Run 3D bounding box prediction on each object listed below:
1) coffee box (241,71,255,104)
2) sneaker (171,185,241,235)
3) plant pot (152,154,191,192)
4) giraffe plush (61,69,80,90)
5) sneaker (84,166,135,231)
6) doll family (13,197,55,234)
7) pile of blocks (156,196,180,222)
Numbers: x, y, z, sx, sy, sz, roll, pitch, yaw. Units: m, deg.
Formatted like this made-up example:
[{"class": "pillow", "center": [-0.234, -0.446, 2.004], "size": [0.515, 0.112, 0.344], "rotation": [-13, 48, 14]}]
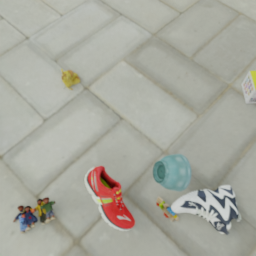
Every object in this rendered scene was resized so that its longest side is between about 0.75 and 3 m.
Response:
[{"class": "coffee box", "center": [6.032, -1.881, 12.860], "size": [1.108, 1.096, 1.106], "rotation": [-2, 62, -1]}, {"class": "sneaker", "center": [2.960, 3.158, 10.207], "size": [2.520, 1.006, 1.640], "rotation": [-6, 55, -19]}, {"class": "plant pot", "center": [1.311, 1.428, 9.019], "size": [0.822, 1.227, 1.227], "rotation": [7, 58, -30]}, {"class": "giraffe plush", "center": [-2.855, -2.408, 13.272], "size": [0.917, 0.862, 1.063], "rotation": [24, 65, 12]}, {"class": "sneaker", "center": [-0.542, 2.433, 9.705], "size": [2.521, 1.070, 0.971], "rotation": [52, 31, 4]}, {"class": "doll family", "center": [-3.507, 3.182, 10.456], "size": [1.791, 0.703, 1.035], "rotation": [-20, 69, -7]}, {"class": "pile of blocks", "center": [1.433, 3.133, 10.591], "size": [0.351, 0.463, 1.129], "rotation": [-39, 69, -18]}]
